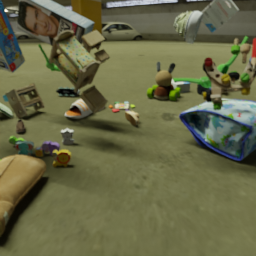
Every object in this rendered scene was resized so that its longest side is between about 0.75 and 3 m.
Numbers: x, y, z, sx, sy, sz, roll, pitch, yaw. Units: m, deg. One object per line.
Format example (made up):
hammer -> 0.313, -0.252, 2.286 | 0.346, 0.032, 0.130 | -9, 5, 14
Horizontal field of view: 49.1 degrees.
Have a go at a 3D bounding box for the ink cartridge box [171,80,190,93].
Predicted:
ink cartridge box -> 2.827, -2.412, 16.032 | 0.893, 0.520, 1.235 | -9, 23, -20

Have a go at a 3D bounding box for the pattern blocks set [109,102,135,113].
pattern blocks set -> -0.294, -0.989, 13.025 | 1.197, 0.110, 1.362 | -5, 22, -12

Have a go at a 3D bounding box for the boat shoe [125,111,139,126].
boat shoe -> 0.232, -0.437, 11.181 | 0.420, 0.448, 1.215 | -13, 24, -15

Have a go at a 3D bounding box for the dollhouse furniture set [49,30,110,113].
dollhouse furniture set -> -0.950, -2.052, 8.910 | 2.252, 1.252, 1.992 | 48, 57, 5

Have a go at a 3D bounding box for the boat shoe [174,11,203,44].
boat shoe -> 1.601, -2.788, 7.727 | 0.688, 0.798, 2.217 | 19, 18, 6

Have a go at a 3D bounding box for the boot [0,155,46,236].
boot -> -3.246, 1.388, 6.234 | 2.140, 0.808, 2.444 | 13, 23, -3

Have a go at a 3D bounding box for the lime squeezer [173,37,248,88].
lime squeezer -> 2.880, -1.906, 9.367 | 2.739, 0.517, 0.967 | -29, 45, 23

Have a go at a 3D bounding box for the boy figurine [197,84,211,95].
boy figurine -> 4.904, -2.270, 15.445 | 2.280, 0.735, 1.418 | -16, 24, -30

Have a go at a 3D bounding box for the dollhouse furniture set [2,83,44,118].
dollhouse furniture set -> -4.780, -1.039, 12.174 | 1.666, 1.167, 1.174 | -16, 13, 32

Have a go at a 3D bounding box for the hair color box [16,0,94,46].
hair color box -> -2.682, -3.755, 10.246 | 2.611, 1.293, 0.792 | 28, 41, 2

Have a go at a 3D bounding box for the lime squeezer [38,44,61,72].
lime squeezer -> -3.140, -2.595, 11.548 | 0.355, 1.881, 0.664 | -33, 64, 5

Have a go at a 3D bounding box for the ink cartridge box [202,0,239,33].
ink cartridge box -> 3.362, -4.260, 10.184 | 0.492, 0.855, 1.477 | -43, 6, -22

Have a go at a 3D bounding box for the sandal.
sandal -> -1.892, -0.990, 12.278 | 0.878, 0.657, 2.292 | 13, 25, 30

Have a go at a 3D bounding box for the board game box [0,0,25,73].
board game box -> -4.025, -2.671, 7.340 | 2.130, 2.086, 0.595 | 19, 53, 18

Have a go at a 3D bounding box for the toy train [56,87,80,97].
toy train -> -3.191, -1.938, 14.935 | 1.230, 0.524, 0.701 | 4, 13, 10

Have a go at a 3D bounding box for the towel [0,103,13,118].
towel -> -5.407, -0.862, 11.930 | 0.992, 0.152, 1.300 | 38, -3, -36

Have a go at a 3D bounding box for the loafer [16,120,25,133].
loafer -> -4.035, -0.066, 10.413 | 0.335, 0.326, 0.919 | -10, 24, -23

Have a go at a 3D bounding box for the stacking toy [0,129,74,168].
stacking toy -> -2.763, 0.598, 8.504 | 2.231, 0.524, 1.682 | -2, 22, -3

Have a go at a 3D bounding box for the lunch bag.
lunch bag -> 3.170, -0.186, 9.126 | 2.029, 1.521, 2.386 | -20, 39, -41

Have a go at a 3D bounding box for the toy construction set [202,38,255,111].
toy construction set -> 2.663, -1.183, 7.067 | 1.518, 1.399, 1.820 | 12, -17, -1

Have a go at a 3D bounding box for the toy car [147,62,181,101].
toy car -> 1.873, -2.452, 14.360 | 1.503, 1.830, 1.444 | 9, 24, 22
